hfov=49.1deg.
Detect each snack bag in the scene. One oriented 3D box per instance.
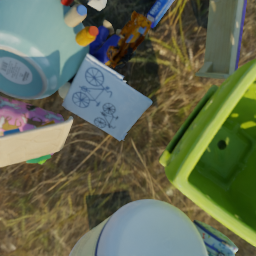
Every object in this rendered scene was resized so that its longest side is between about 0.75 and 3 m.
[{"bbox_3d":[-0.528,-0.631,6.712,1.855,1.749,0.199,32,44,-8],"label":"snack bag"}]

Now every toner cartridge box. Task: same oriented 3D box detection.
[{"bbox_3d":[1.119,-4.011,9.149,0.301,0.662,1.393,35,84,4],"label":"toner cartridge box"}]

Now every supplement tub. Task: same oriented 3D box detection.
[{"bbox_3d":[-0.049,2.819,5.519,2.080,2.869,2.080,16,52,-21],"label":"supplement tub"}]

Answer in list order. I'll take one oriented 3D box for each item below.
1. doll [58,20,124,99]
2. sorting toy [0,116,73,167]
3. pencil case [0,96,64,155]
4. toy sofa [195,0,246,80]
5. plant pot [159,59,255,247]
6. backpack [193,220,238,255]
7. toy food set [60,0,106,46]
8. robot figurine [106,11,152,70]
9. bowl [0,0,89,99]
[{"bbox_3d":[-1.195,-2.021,8.852,1.884,0.669,2.761,38,84,9],"label":"doll"},{"bbox_3d":[-1.936,0.407,5.382,1.549,2.096,0.308,-20,75,-27],"label":"sorting toy"},{"bbox_3d":[-2.825,-0.093,6.521,2.585,1.118,1.070,17,115,-25],"label":"pencil case"},{"bbox_3d":[2.299,-2.189,6.456,1.042,0.884,2.135,-7,107,-34],"label":"toy sofa"},{"bbox_3d":[2.271,0.531,5.727,2.602,2.373,2.615,36,88,-6],"label":"plant pot"},{"bbox_3d":[1.671,2.783,6.451,1.520,1.391,1.117,25,83,13],"label":"backpack"},{"bbox_3d":[-0.762,-2.511,5.337,0.803,0.757,1.681,20,85,-28],"label":"toy food set"},{"bbox_3d":[-0.049,-2.274,7.405,0.449,1.118,1.543,29,106,-31],"label":"robot figurine"},{"bbox_3d":[-2.270,-1.591,6.045,2.582,2.582,1.350,12,56,2],"label":"bowl"}]
